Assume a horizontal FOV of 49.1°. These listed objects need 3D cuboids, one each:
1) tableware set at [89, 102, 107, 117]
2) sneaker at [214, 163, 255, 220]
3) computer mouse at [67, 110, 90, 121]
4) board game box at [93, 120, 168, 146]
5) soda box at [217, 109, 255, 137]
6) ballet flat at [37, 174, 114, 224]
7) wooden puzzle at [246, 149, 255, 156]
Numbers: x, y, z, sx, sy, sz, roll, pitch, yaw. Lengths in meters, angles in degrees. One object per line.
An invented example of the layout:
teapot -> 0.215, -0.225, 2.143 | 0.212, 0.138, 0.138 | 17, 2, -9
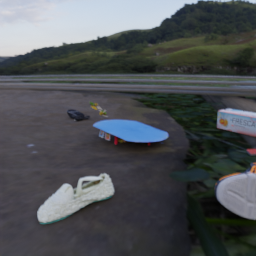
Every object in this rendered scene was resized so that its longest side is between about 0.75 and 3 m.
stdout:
tableware set -> -1.354, -0.870, 12.782 | 0.694, 0.158, 1.030 | 16, 24, -40
sneaker -> 2.539, 1.192, 5.669 | 2.189, 0.849, 1.226 | 7, 8, -15
computer mouse -> -2.466, -0.551, 13.286 | 1.203, 0.317, 0.833 | 27, 28, 38
board game box -> 0.084, 0.286, 9.653 | 2.031, 0.501, 2.571 | -7, 21, -44
soda box -> 4.663, -0.179, 10.825 | 0.811, 0.754, 2.372 | -11, 19, -36
ballet flat -> -1.021, 1.293, 5.513 | 1.694, 0.608, 0.608 | -14, 20, -41
wooden puzzle -> 4.988, 0.707, 8.160 | 2.688, 0.189, 1.594 | -8, 17, -15
